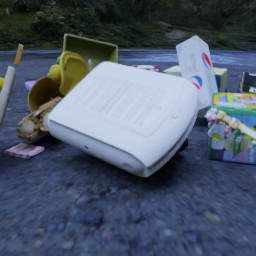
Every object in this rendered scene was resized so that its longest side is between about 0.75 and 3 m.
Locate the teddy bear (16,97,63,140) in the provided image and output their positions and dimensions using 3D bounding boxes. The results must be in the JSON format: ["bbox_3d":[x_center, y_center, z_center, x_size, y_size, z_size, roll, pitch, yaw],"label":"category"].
[{"bbox_3d":[-2.241,-0.202,8.057,1.811,0.834,2.497,-28,17,-10],"label":"teddy bear"}]

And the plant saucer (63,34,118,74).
[{"bbox_3d":[-1.691,-2.477,11.863,2.413,2.417,0.579,4,2,-30],"label":"plant saucer"}]

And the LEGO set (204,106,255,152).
[{"bbox_3d":[2.072,0.163,5.338,1.433,0.534,0.659,33,10,9],"label":"LEGO set"}]

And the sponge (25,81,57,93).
[{"bbox_3d":[-4.500,-2.111,14.444,1.201,0.321,2.152,-10,22,-27],"label":"sponge"}]

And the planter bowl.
[{"bbox_3d":[-2.517,-0.940,9.302,1.579,1.579,0.658,-8,13,-22],"label":"planter bowl"}]

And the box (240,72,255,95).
[{"bbox_3d":[4.846,-1.140,9.296,2.143,0.529,1.711,15,39,17],"label":"box"}]

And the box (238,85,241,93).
[{"bbox_3d":[6.626,-1.618,12.810,2.570,0.464,1.837,-1,19,0],"label":"box"}]

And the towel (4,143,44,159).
[{"bbox_3d":[-2.623,0.554,7.096,0.818,0.122,0.599,8,20,22],"label":"towel"}]

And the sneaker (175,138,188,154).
[{"bbox_3d":[0.397,-0.340,7.426,2.929,1.031,1.369,18,53,34],"label":"sneaker"}]

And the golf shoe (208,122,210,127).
[{"bbox_3d":[2.872,-0.080,8.667,1.108,0.434,0.538,-2,1,-22],"label":"golf shoe"}]

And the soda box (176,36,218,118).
[{"bbox_3d":[2.306,-1.661,9.195,0.800,2.512,0.856,-20,-23,39],"label":"soda box"}]

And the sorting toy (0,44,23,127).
[{"bbox_3d":[-2.901,-0.700,6.375,0.352,2.584,1.455,16,-3,-22],"label":"sorting toy"}]

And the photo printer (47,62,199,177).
[{"bbox_3d":[-0.015,-0.294,6.018,2.785,0.967,2.317,19,57,32],"label":"photo printer"}]

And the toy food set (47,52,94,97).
[{"bbox_3d":[-1.671,-1.430,8.178,0.736,1.325,2.253,-10,4,16],"label":"toy food set"}]

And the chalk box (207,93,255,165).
[{"bbox_3d":[2.675,0.023,6.803,1.331,1.341,2.148,5,21,15],"label":"chalk box"}]

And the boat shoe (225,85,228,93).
[{"bbox_3d":[4.516,-1.935,13.532,0.473,0.580,1.378,-9,22,-2],"label":"boat shoe"}]

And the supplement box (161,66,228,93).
[{"bbox_3d":[2.616,-1.561,11.091,2.196,1.474,2.194,9,21,23],"label":"supplement box"}]

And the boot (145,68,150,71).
[{"bbox_3d":[0.012,-1.544,10.682,1.795,0.811,2.191,-24,14,17],"label":"boot"}]

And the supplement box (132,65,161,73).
[{"bbox_3d":[0.876,-2.437,14.091,1.469,1.140,2.662,1,19,2],"label":"supplement box"}]
